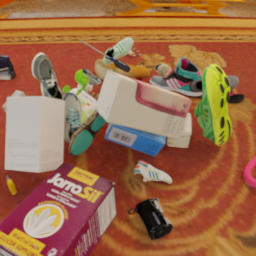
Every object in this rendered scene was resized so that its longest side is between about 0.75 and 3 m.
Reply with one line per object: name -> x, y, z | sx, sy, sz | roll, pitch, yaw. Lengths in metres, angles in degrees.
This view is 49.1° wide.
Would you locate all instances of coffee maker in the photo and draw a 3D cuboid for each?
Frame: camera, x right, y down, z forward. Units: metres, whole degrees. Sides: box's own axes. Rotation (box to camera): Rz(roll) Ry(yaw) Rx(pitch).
coffee maker -> 0.598, 2.484, 7.529 | 0.920, 0.645, 0.958 | -30, 39, -1

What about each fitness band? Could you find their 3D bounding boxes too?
fitness band -> 4.534, 1.460, 9.139 | 1.226, 0.319, 1.707 | 26, 42, 35

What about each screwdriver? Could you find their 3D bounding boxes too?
screwdriver -> -0.748, -2.473, 9.482 | 1.933, 0.270, 0.281 | 35, 84, -2

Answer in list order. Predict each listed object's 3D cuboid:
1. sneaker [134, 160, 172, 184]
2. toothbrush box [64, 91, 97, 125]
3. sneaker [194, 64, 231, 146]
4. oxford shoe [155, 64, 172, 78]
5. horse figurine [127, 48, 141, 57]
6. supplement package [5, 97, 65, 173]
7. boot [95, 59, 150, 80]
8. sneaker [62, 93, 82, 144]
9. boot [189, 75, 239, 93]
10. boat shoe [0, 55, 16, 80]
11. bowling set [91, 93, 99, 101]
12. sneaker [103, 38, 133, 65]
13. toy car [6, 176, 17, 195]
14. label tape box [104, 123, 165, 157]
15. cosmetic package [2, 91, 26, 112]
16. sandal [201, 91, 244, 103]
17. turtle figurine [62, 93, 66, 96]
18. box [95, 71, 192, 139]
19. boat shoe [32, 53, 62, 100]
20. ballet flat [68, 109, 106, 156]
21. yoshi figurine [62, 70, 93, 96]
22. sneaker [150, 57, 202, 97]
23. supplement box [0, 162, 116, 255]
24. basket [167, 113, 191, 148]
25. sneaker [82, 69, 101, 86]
sneaker -> 0.765, 1.555, 8.925 | 1.261, 0.444, 0.590 | 29, 74, 10
toothbrush box -> -1.841, -0.631, 11.131 | 1.037, 0.613, 1.424 | 39, 46, -7
sneaker -> 2.781, -0.700, 9.657 | 1.107, 2.988, 1.248 | -34, 36, -31
oxford shoe -> 1.259, -2.214, 10.433 | 0.521, 0.500, 1.413 | 35, 8, -9
horse figurine -> 0.231, -4.790, 17.751 | 0.798, 0.301, 1.205 | -26, 50, -23
supplement package -> -2.816, 0.177, 8.570 | 1.271, 2.173, 1.275 | 2, 0, 20
boot -> -0.357, -3.045, 15.001 | 2.059, 1.012, 2.875 | -8, 25, -33
sneaker -> -1.914, -0.262, 9.989 | 0.773, 1.993, 0.860 | -10, 24, -21
boot -> 3.467, -1.626, 10.788 | 2.053, 0.716, 1.351 | -10, 8, -1
boat shoe -> -7.406, -3.300, 14.907 | 2.657, 1.232, 0.992 | 1, 36, 0
bowling set -> -1.484, -1.393, 12.365 | 0.834, 0.447, 0.580 | 8, 46, -45
sneaker -> -0.424, -3.707, 13.337 | 1.781, 0.655, 1.051 | -42, 4, -1
toy car -> -3.530, 1.220, 9.166 | 0.932, 0.632, 1.900 | -14, 37, -18
label tape box -> 0.402, -0.468, 10.478 | 1.963, 0.862, 2.723 | 21, 44, -9
cosmetic package -> -3.594, -0.776, 8.924 | 0.347, 0.411, 0.769 | 13, 57, 17
sandal -> 4.465, -1.527, 13.111 | 1.972, 0.444, 0.740 | 4, 33, 5
turtle figurine -> -2.718, -1.007, 10.414 | 1.170, 0.589, 0.876 | -24, -3, -4
box -> 0.427, -0.711, 8.588 | 2.401, 1.308, 1.535 | 14, 13, -24
boat shoe -> -2.493, -1.526, 8.928 | 0.611, 1.979, 0.720 | 33, 62, 17
ballet flat -> -1.442, 0.079, 9.844 | 0.805, 0.725, 2.138 | 15, 60, 47
yoshi figurine -> -2.272, -1.745, 12.351 | 1.210, 1.205, 2.153 | 29, 58, 4
sneaker -> 2.308, -2.587, 13.519 | 2.755, 1.664, 1.152 | 16, 38, 26
supplement box -> -1.666, 2.377, 6.917 | 1.747, 1.377, 2.668 | 16, 39, 21
basket -> 1.898, 0.070, 10.602 | 0.889, 0.809, 1.311 | 5, 36, 7
sneaker -> -1.616, -2.031, 11.628 | 0.910, 0.526, 0.342 | 35, 51, -21
